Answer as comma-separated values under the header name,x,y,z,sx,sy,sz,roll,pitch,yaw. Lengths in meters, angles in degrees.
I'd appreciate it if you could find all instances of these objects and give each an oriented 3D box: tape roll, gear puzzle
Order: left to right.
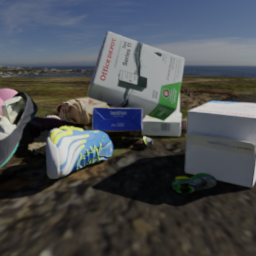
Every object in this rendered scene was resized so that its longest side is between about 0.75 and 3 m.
name,x,y,z,sx,sy,sz,roll,pitch,yaw
gear puzzle,-2.291,0.369,8.324,0.807,0.204,1.557,12,31,7
tape roll,1.322,-1.222,12.380,1.896,1.302,1.896,2,-5,0

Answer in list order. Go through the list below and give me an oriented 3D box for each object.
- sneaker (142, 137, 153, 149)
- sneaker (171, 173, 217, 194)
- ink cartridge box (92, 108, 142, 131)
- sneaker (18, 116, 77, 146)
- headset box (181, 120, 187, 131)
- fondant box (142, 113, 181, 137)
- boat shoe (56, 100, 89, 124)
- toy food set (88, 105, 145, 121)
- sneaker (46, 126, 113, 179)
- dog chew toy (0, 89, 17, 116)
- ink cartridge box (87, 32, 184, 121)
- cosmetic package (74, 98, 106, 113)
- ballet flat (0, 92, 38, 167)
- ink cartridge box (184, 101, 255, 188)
name,x,y,z,sx,sy,sz,roll,pitch,yaw
sneaker,0.606,0.443,8.648,0.322,0.294,0.796,4,15,3
sneaker,1.340,1.167,5.616,0.895,0.349,0.381,-9,21,0
ink cartridge box,-0.476,-0.223,9.058,1.385,0.651,2.947,1,-1,-8
sneaker,-2.512,0.067,8.965,1.378,0.903,2.386,9,15,23
headset box,2.536,-0.087,10.649,0.735,0.371,0.989,-6,15,-23
fondant box,1.314,-0.175,10.640,1.362,0.550,1.888,2,12,11
boat shoe,-2.382,-0.589,11.711,0.961,1.025,2.779,-18,15,-21
toy food set,-0.449,-0.339,11.836,2.257,0.453,1.558,17,26,28
sneaker,-1.102,0.463,6.880,1.466,1.057,2.791,-1,12,-4
dog chew toy,-5.340,-0.704,11.243,1.473,1.473,2.366,7,23,26
ink cartridge box,0.262,-1.655,9.225,2.772,2.032,1.152,16,-20,-11
cosmetic package,-1.983,-1.179,14.516,0.841,0.709,1.626,12,18,42
ballet flat,-3.259,-0.109,7.498,0.988,0.988,2.706,2,38,8
ink cartridge box,2.382,0.267,6.692,1.542,1.502,2.399,8,16,31
